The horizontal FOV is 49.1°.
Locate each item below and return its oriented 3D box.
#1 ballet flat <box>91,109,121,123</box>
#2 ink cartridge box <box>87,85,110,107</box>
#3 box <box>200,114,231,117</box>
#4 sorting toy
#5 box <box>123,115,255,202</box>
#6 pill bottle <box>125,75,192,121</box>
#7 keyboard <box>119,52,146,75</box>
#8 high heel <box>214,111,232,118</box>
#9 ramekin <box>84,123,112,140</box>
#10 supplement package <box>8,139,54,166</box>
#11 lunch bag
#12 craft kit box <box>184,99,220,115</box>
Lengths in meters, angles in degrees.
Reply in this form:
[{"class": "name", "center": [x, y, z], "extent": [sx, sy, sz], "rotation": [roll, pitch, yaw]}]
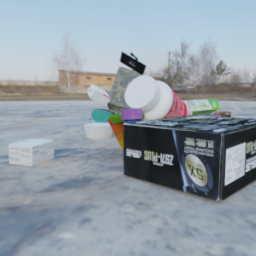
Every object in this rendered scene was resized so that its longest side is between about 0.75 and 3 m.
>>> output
[{"class": "ballet flat", "center": [-0.434, -0.349, 12.130], "extent": [2.385, 0.809, 0.898], "rotation": [15, 20, 25]}, {"class": "ink cartridge box", "center": [-1.108, -1.216, 10.457], "extent": [0.696, 0.400, 0.959], "rotation": [30, 10, -22]}, {"class": "box", "center": [3.221, -0.079, 10.958], "extent": [1.459, 0.837, 0.964], "rotation": [-6, 9, -42]}, {"class": "sorting toy", "center": [-0.036, 0.104, 7.369], "extent": [0.929, 0.922, 2.678], "rotation": [-3, -3, -8]}, {"class": "box", "center": [1.572, 0.418, 5.999], "extent": [2.193, 1.153, 2.678], "rotation": [7, 10, 43]}, {"class": "pill bottle", "center": [0.893, -0.563, 8.085], "extent": [1.256, 1.256, 2.238], "rotation": [6, -17, 36]}, {"class": "keyboard", "center": [0.132, -1.759, 7.412], "extent": [0.780, 0.468, 0.100], "rotation": [32, 53, 11]}, {"class": "high heel", "center": [4.647, -0.488, 14.121], "extent": [1.485, 0.744, 2.083], "rotation": [3, 14, -31]}, {"class": "ramekin", "center": [-1.106, 0.122, 10.614], "extent": [1.128, 0.525, 1.128], "rotation": [0, 7, 0]}, {"class": "supplement package", "center": [-2.439, 0.603, 7.114], "extent": [0.702, 0.499, 0.901], "rotation": [3, 7, 19]}, {"class": "lunch bag", "center": [-0.090, -1.417, 13.769], "extent": [1.444, 2.015, 2.456], "rotation": [16, -19, 7]}, {"class": "craft kit box", "center": [2.281, -0.462, 11.544], "extent": [2.241, 0.544, 2.213], "rotation": [-7, -16, -43]}]
